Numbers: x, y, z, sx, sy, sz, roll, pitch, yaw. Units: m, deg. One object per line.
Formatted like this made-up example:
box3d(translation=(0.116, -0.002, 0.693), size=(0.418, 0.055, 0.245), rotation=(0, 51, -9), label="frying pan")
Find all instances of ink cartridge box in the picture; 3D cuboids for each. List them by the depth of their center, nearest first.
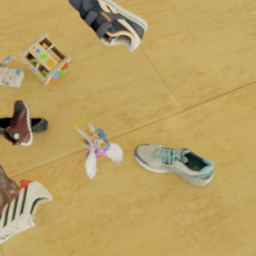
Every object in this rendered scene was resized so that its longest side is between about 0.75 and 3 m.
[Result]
box3d(translation=(-5.292, -2.240, 12.292), size=(1.190, 0.397, 0.689), rotation=(9, 60, 5), label="ink cartridge box")

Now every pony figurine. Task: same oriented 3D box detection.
box3d(translation=(-1.158, 0.692, 9.965), size=(1.524, 1.766, 1.830), rotation=(-33, 46, -21), label="pony figurine")

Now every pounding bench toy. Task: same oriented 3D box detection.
box3d(translation=(-3.590, -2.764, 12.176), size=(1.637, 2.099, 1.304), rotation=(45, 67, -12), label="pounding bench toy")

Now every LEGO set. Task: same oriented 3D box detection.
box3d(translation=(-5.133, -3.128, 12.309), size=(1.932, 1.443, 0.474), rotation=(-34, 105, -17), label="LEGO set")

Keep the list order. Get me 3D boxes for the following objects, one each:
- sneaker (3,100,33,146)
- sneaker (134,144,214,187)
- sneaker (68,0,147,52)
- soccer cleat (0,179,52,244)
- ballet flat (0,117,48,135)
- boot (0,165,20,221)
box3d(translation=(-3.526, -0.145, 8.756), size=(0.570, 0.870, 1.507), rotation=(-15, 87, 31), label="sneaker")
box3d(translation=(1.632, 1.026, 9.848), size=(2.904, 1.254, 1.127), rotation=(16, 61, 9), label="sneaker")
box3d(translation=(-0.764, -3.456, 9.095), size=(2.780, 1.090, 1.104), rotation=(22, 82, -13), label="sneaker")
box3d(translation=(-3.681, 3.004, 8.859), size=(1.257, 1.013, 2.952), rotation=(28, 61, 14), label="soccer cleat")
box3d(translation=(-4.351, -0.199, 10.896), size=(2.470, 0.702, 0.821), rotation=(-2, 56, -1), label="ballet flat")
box3d(translation=(-2.890, 1.363, 5.568), size=(0.468, 1.456, 1.357), rotation=(18, 56, 17), label="boot")
